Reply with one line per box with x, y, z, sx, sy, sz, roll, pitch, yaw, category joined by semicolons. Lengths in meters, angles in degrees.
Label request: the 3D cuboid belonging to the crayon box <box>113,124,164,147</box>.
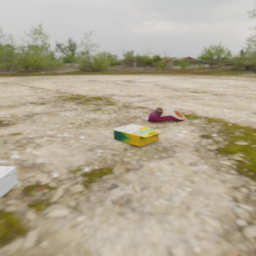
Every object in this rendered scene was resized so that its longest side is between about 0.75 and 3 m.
0.398;0.294;10.982;1.102;0.452;1.752;-15;19;-41;crayon box

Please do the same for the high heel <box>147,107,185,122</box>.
1.957;-0.529;14.402;1.947;0.936;0.656;15;47;-26;high heel

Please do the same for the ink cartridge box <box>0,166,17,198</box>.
-3.534;1.317;6.944;1.205;0.505;0.874;2;15;8;ink cartridge box
